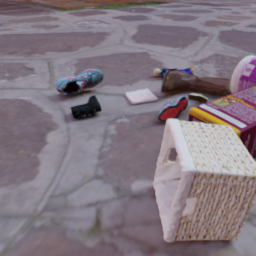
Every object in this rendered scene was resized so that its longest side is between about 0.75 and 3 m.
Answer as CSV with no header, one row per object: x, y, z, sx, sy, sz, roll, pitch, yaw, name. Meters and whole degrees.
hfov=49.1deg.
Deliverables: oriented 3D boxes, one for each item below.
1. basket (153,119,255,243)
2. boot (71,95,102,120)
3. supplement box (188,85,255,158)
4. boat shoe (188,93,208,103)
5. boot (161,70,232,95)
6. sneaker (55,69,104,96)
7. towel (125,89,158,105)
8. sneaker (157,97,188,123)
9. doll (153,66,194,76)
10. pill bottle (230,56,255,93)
1.447,1.030,5.721,1.494,1.841,1.857,4,30,-6,basket
-1.544,-0.744,9.977,1.003,0.453,1.224,-17,29,-11,boot
3.320,-0.115,8.104,2.929,1.254,1.616,-19,36,-27,supplement box
2.722,-1.177,10.777,0.813,0.301,0.270,24,44,33,boat shoe
2.777,-1.677,11.081,2.588,0.831,2.412,18,31,20,boot
-1.838,-1.705,11.130,1.993,0.790,0.952,-22,31,-11,sneaker
0.495,-1.236,11.002,1.058,0.171,1.011,-11,33,-15,towel
1.454,-0.585,9.750,1.430,0.567,0.683,-33,16,-32,sneaker
2.059,-2.560,12.901,1.803,0.437,1.230,-2,28,5,doll
5.333,-1.423,9.860,1.672,1.672,2.978,-22,38,-32,pill bottle
